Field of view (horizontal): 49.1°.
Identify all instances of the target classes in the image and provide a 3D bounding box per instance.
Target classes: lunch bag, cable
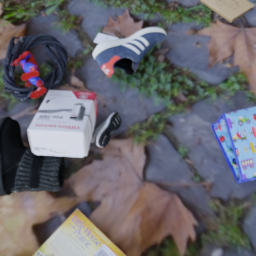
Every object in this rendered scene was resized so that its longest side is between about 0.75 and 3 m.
[{"bbox_3d":[3.624,0.546,8.103,1.581,0.988,2.100,-12,70,-10],"label":"lunch bag"},{"bbox_3d":[-3.216,-2.052,9.705,2.134,0.664,2.616,6,69,-7],"label":"cable"}]

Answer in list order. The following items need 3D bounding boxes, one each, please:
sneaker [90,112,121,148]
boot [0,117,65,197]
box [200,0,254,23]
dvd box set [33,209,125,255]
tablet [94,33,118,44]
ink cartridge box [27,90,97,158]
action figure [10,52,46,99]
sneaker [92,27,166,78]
[{"bbox_3d":[-0.686,0.006,8.574,0.557,0.519,1.405,0,42,40],"label":"sneaker"},{"bbox_3d":[-2.720,0.705,7.898,1.799,0.905,2.406,-10,71,2],"label":"boot"},{"bbox_3d":[4.135,-5.212,11.725,1.426,0.186,1.744,-35,67,-18],"label":"box"},{"bbox_3d":[-1.463,3.421,6.708,1.738,0.349,2.376,37,67,19],"label":"dvd box set"},{"bbox_3d":[-0.850,-3.372,10.751,0.826,0.056,0.538,18,62,9],"label":"tablet"},{"bbox_3d":[-1.780,-0.193,8.066,1.520,0.858,2.071,3,37,1],"label":"ink cartridge box"},{"bbox_3d":[-3.199,-1.836,9.008,0.734,0.929,2.840,-27,34,-6],"label":"action figure"},{"bbox_3d":[0.247,-2.571,9.846,2.906,1.089,1.228,-25,85,-20],"label":"sneaker"}]
